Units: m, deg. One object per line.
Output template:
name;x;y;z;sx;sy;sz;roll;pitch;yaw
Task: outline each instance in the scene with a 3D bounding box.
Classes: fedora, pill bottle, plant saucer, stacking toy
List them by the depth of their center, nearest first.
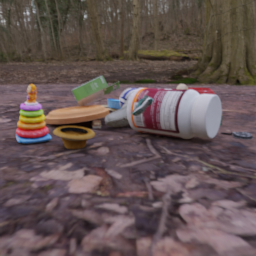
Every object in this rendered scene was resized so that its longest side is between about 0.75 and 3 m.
fedora;-1.591;0.311;8.206;1.250;0.510;1.250;5;14;-1
stacking toy;-2.984;-0.458;8.690;0.983;1.791;1.039;-6;21;-30
pill bottle;1.515;-0.504;9.400;2.822;1.611;1.611;9;14;36
plant saucer;-2.143;-0.612;11.815;2.680;0.433;2.680;-5;11;1
pill bottle;0.447;-1.142;13.252;1.362;1.362;2.353;-3;13;-13

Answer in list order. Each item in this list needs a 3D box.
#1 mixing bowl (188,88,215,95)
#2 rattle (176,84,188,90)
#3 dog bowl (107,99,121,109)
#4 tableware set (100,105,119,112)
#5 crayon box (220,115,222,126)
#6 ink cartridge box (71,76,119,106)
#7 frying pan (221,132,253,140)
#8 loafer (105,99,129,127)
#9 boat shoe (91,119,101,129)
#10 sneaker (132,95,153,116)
mixing bowl;3.452;-1.320;14.159;2.548;1.380;2.548;0;10;0
rattle;1.595;-1.188;12.301;1.871;1.705;2.619;33;36;10
dog bowl;-0.310;-1.356;16.130;1.903;0.472;1.061;0;11;-31
tableware set;-1.395;-1.066;15.803;1.876;0.218;1.567;10;15;40
crayon box;2.917;-0.338;11.503;1.600;0.466;0.950;-5;13;-24
ink cartridge box;-1.437;-1.758;12.704;2.065;0.612;1.072;-27;-7;-5
frying pan;3.792;0.214;9.630;0.650;0.175;1.075;-4;15;-21
loafer;0.129;-0.731;11.306;2.512;0.876;0.878;-20;-20;-27
boat shoe;-1.255;-0.232;11.160;0.419;0.398;1.108;-3;12;-13
sneaker;0.397;-0.691;8.561;0.301;0.777;0.354;39;13;-48
